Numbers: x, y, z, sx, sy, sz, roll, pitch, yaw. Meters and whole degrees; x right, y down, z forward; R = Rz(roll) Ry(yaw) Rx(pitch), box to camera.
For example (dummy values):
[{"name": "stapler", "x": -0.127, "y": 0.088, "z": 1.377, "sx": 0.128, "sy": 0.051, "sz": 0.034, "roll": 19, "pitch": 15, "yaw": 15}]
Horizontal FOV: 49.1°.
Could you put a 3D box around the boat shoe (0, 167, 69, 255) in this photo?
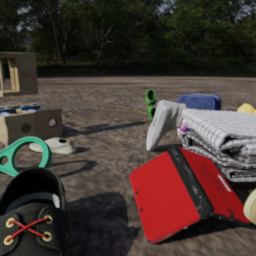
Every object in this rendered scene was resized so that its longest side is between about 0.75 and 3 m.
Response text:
[{"name": "boat shoe", "x": -1.293, "y": 1.411, "z": 3.498, "sx": 1.084, "sy": 0.929, "sz": 2.964, "roll": -1, "pitch": 16, "yaw": -13}]

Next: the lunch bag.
[{"name": "lunch bag", "x": 2.969, "y": -0.806, "z": 11.858, "sx": 1.814, "sy": 1.233, "sz": 1.200, "roll": 8, "pitch": 13, "yaw": 33}]

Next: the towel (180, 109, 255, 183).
[{"name": "towel", "x": 2.869, "y": 0.452, "z": 6.599, "sx": 2.888, "sy": 1.236, "sz": 2.391, "roll": 2, "pitch": 15, "yaw": -13}]

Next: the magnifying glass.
[{"name": "magnifying glass", "x": -2.945, "y": 0.778, "z": 6.488, "sx": 2.436, "sy": 0.970, "sz": 0.273, "roll": -8, "pitch": -20, "yaw": 10}]

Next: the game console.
[{"name": "game console", "x": 0.988, "y": 1.173, "z": 4.864, "sx": 1.444, "sy": 0.995, "sz": 1.676, "roll": 21, "pitch": 24, "yaw": -22}]

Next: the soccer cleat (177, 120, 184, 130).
[{"name": "soccer cleat", "x": 2.886, "y": -0.130, "z": 9.986, "sx": 2.418, "sy": 0.830, "sz": 1.030, "roll": -7, "pitch": 24, "yaw": -9}]

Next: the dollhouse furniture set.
[{"name": "dollhouse furniture set", "x": -3.644, "y": -1.082, "z": 9.589, "sx": 1.990, "sy": 2.839, "sz": 2.001, "roll": -13, "pitch": 19, "yaw": -42}]

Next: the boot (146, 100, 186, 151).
[{"name": "boot", "x": 1.092, "y": 0.020, "z": 7.970, "sx": 0.820, "sy": 1.716, "sz": 0.631, "roll": 7, "pitch": 40, "yaw": -12}]

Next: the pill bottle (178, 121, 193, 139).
[{"name": "pill bottle", "x": 2.070, "y": 0.235, "z": 8.681, "sx": 0.722, "sy": 0.722, "sz": 1.286, "roll": -2, "pitch": 13, "yaw": -10}]

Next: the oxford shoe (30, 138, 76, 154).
[{"name": "oxford shoe", "x": -2.228, "y": 0.494, "z": 8.283, "sx": 1.464, "sy": 0.423, "sz": 0.550, "roll": 2, "pitch": 17, "yaw": 17}]

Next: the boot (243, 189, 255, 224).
[{"name": "boot", "x": 2.415, "y": 1.383, "z": 3.207, "sx": 1.869, "sy": 0.674, "sz": 1.446, "roll": 24, "pitch": 11, "yaw": -16}]

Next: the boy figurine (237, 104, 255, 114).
[{"name": "boy figurine", "x": 4.977, "y": -0.272, "z": 10.086, "sx": 2.050, "sy": 1.275, "sz": 0.661, "roll": 21, "pitch": 68, "yaw": 31}]

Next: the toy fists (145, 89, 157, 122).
[{"name": "toy fists", "x": 1.026, "y": -0.953, "z": 12.097, "sx": 0.493, "sy": 1.434, "sz": 0.731, "roll": -11, "pitch": -6, "yaw": 7}]
